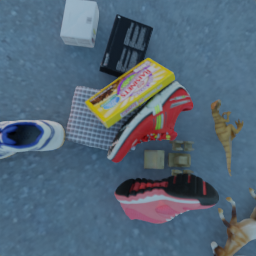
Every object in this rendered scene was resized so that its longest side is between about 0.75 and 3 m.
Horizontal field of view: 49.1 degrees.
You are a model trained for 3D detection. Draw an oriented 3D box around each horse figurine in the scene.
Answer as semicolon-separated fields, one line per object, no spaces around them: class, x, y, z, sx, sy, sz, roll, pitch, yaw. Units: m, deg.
horse figurine;3.369;2.569;7.792;2.537;0.633;1.681;-19;102;-17

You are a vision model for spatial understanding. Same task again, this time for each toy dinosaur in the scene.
toy dinosaur;2.775;0.227;7.994;1.098;0.625;2.068;-14;87;-30

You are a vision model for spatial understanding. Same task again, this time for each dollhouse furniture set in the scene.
dollhouse furniture set;1.214;0.942;8.242;1.261;0.838;1.105;5;83;-22

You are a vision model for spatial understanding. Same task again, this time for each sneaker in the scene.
sneaker;-3.237;0.209;7.559;2.856;1.259;1.075;-11;81;9
sneaker;1.060;2.011;7.625;2.772;1.022;1.202;-6;114;24
sneaker;0.696;-0.026;7.476;2.913;1.122;1.237;-43;94;-15

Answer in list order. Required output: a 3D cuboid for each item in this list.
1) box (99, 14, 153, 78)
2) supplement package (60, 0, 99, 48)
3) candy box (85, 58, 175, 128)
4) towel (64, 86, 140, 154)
box;-0.077;-2.364;8.427;1.161;0.649;1.645;18;84;-12
supplement package;-1.462;-3.202;8.618;0.928;0.661;1.192;8;84;2
candy box;0.032;-0.978;7.369;2.212;0.292;1.130;-37;50;-11
towel;-0.684;-0.233;8.166;2.055;0.879;1.702;11;85;1
